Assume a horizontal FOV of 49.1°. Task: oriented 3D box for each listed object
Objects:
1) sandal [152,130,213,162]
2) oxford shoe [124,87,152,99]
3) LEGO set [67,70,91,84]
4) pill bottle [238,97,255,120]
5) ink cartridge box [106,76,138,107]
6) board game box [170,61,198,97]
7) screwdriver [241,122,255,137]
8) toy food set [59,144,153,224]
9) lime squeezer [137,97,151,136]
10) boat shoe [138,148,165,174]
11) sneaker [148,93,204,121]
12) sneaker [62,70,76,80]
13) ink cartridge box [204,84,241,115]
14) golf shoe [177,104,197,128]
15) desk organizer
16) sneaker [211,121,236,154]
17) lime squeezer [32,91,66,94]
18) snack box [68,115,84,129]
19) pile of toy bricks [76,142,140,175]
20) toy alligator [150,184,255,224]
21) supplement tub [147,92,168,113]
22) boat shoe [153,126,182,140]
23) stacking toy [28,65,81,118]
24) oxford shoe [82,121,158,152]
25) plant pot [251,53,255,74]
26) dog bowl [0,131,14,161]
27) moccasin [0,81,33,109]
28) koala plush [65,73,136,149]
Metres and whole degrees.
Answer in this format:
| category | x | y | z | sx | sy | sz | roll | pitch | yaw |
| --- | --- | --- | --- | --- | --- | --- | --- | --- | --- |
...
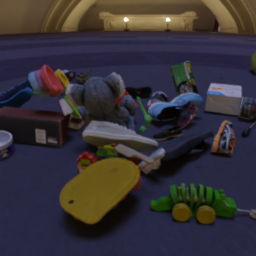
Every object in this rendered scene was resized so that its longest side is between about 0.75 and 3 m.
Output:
| category | x | y | z | sx | sy | sz | roll | pitch | yaw |
| --- | --- | --- | --- | --- | --- | --- | --- | --- | --- |
| sandal | 1.826 | 0.666 | 9.230 | 2.924 | 0.626 | 1.112 | -20 | 6 | -42 |
| oxford shoe | 0.345 | -1.879 | 15.018 | 1.724 | 0.626 | 0.728 | -2 | 8 | -10 |
| LEGO set | -3.122 | -2.951 | 17.464 | 2.252 | 0.638 | 1.462 | -25 | 30 | -20 |
| pill bottle | 5.706 | -0.741 | 11.941 | 1.740 | 0.924 | 0.924 | 13 | 28 | 21 |
| ink cartridge box | -0.754 | -1.202 | 12.245 | 1.445 | 0.836 | 2.487 | -42 | 35 | -1 |
| board game box | 2.721 | -2.084 | 13.363 | 1.036 | 1.977 | 0.232 | -20 | 15 | -10 |
| screwdriver | 4.899 | -0.013 | 11.261 | 0.256 | 0.245 | 1.758 | -20 | 5 | 39 |
| toy food set | -0.460 | 1.523 | 6.966 | 1.501 | 0.833 | 2.551 | 16 | 37 | 37 |
| lime squeezer | 0.444 | -0.115 | 9.681 | 0.633 | 1.792 | 0.338 | 9 | 16 | -5 |
| boat shoe | 0.751 | 0.975 | 8.024 | 0.413 | 1.237 | 0.455 | 48 | 55 | 2 |
| sneaker | 2.124 | -0.737 | 11.780 | 2.432 | 0.953 | 1.094 | -19 | 22 | -9 |
| sneaker | -3.915 | -3.331 | 17.863 | 0.822 | 0.729 | 1.944 | -1 | 24 | 11 |
| ink cartridge box | 4.657 | -1.517 | 13.646 | 1.510 | 0.890 | 2.624 | 9 | 24 | 18 |
| golf shoe | 2.470 | -0.409 | 11.476 | 0.420 | 0.533 | 1.157 | 34 | 82 | 39 |
| desk organizer | -3.629 | -0.084 | 10.433 | 2.860 | 1.026 | 1.101 | 6 | 21 | 11 |
| sneaker | 3.467 | 0.375 | 9.883 | 0.681 | 0.690 | 1.764 | 18 | 41 | 22 |
| lime squeezer | -3.828 | -2.045 | 15.570 | 2.806 | 0.529 | 0.991 | -12 | -4 | -21 |
| snack box | -2.140 | -0.535 | 12.245 | 0.775 | 0.262 | 2.157 | 11 | 26 | 8 |
| pile of toy bricks | -0.529 | 0.874 | 8.426 | 1.875 | 0.926 | 1.040 | 5 | 25 | 10 |
| toy alligator | 1.955 | 1.742 | 6.721 | 2.819 | 0.765 | 0.836 | 3 | 25 | 7 |
| supplement tub | 1.308 | -1.077 | 12.751 | 0.757 | 0.757 | 1.235 | 9 | 34 | 19 |
| boat shoe | 1.465 | 0.191 | 10.534 | 1.155 | 0.362 | 0.422 | -14 | 23 | -5 |
| stacking toy | -2.840 | -1.185 | 10.737 | 1.004 | 2.152 | 2.377 | -27 | -2 | 8 |
| oxford shoe | -0.201 | 0.247 | 8.655 | 2.381 | 0.895 | 0.687 | 12 | 58 | -9 |
| plant pot | 9.352 | -4.417 | 19.734 | 1.444 | 1.444 | 1.543 | 11 | 44 | 22 |
| dog bowl | -4.559 | 0.621 | 9.418 | 1.315 | 0.518 | 1.315 | 0 | 27 | 0 |
| moccasin | -4.896 | -1.220 | 11.969 | 2.340 | 0.941 | 0.798 | -21 | 51 | 19 |
| koala plush | -0.830 | -0.695 | 9.486 | 2.165 | 2.441 | 2.243 | -10 | 44 | 3 |
